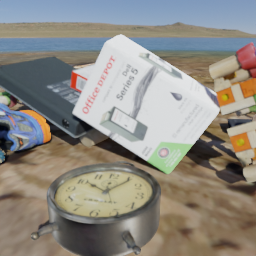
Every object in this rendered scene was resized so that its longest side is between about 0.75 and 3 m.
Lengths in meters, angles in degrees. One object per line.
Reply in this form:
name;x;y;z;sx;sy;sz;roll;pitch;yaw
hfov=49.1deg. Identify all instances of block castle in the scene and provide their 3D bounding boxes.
block castle;2.390;-0.263;4.942;1.062;2.264;1.513;-20;-10;31

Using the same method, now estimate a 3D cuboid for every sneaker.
sneaker;-3.157;-0.035;6.651;2.642;0.995;1.036;6;24;26

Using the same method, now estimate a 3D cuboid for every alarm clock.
alarm clock;-0.262;0.996;3.995;1.475;0.728;2.187;4;21;12

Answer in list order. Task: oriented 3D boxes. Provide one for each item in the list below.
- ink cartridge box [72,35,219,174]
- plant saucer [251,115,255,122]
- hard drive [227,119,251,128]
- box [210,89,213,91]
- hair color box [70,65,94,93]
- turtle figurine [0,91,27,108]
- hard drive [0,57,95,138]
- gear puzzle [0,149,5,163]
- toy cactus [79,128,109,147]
ink cartridge box;0.308;-0.452;5.365;2.248;1.636;0.944;32;30;0
plant saucer;3.221;0.062;6.803;0.796;0.796;0.137;-16;-9;-38
hard drive;3.425;0.006;7.556;1.332;0.282;0.899;3;19;9
box;1.990;-1.048;8.500;0.881;0.459;0.652;16;3;-14
hair color box;-0.658;-1.240;7.012;0.758;0.457;1.493;29;35;21
turtle figurine;-3.118;-0.687;8.192;1.367;1.900;1.842;43;43;15
hard drive;-1.639;-0.950;7.020;2.864;0.471;1.999;32;36;22
gear puzzle;-2.751;0.238;5.314;0.160;1.221;0.633;5;29;34
toy cactus;-0.374;-0.312;7.309;2.694;1.377;2.223;18;36;26
